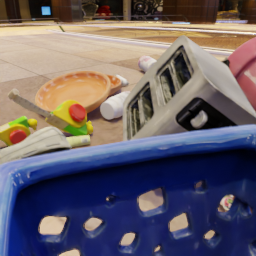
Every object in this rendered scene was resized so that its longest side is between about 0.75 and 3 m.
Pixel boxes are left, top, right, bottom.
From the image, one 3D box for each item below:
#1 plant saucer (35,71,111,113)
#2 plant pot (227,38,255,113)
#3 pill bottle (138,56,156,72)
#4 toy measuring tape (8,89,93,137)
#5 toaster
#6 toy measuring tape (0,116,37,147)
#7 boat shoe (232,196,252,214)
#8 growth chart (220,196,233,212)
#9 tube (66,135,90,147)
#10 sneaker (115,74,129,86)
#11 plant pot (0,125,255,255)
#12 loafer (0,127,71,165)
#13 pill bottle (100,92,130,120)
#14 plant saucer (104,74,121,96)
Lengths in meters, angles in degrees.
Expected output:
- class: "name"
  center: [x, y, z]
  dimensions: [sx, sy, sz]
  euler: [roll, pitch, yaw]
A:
- class: "plant saucer"
  center: [-1.850, -1.149, 9.656]
  dimensions: [2.591, 0.485, 2.591]
  euler: [-6, 39, 5]
- class: "plant pot"
  center: [3.442, -0.609, 6.265]
  dimensions: [2.365, 2.365, 2.116]
  euler: [-4, 38, -9]
- class: "pill bottle"
  center: [1.083, -3.169, 14.236]
  dimensions: [0.774, 0.774, 1.365]
  euler: [-8, 27, -17]
- class: "toy measuring tape"
  center: [-1.887, -0.531, 7.409]
  dimensions: [2.425, 0.892, 0.892]
  euler: [32, 8, -32]
- class: "toaster"
  center: [1.110, -0.405, 5.766]
  dimensions: [1.477, 2.250, 2.488]
  euler: [30, 34, -24]
- class: "toy measuring tape"
  center: [-3.192, 0.351, 7.151]
  dimensions: [1.943, 0.715, 0.715]
  euler: [-30, 34, -17]
- class: "boat shoe"
  center: [2.663, 1.660, 3.553]
  dimensions: [1.035, 1.036, 2.944]
  euler: [-13, 28, -20]
- class: "growth chart"
  center: [2.928, 1.247, 5.376]
  dimensions: [2.650, 0.235, 1.918]
  euler: [8, 26, 21]
- class: "tube"
  center: [-1.469, 0.367, 7.337]
  dimensions: [0.925, 0.240, 0.268]
  euler: [-8, 20, -18]
- class: "sneaker"
  center: [-0.343, -2.125, 12.586]
  dimensions: [0.419, 0.398, 1.041]
  euler: [0, 29, -25]
- class: "plant pot"
  center: [0.508, 1.677, 2.001]
  dimensions: [2.684, 2.413, 2.684]
  euler: [-7, 26, -16]
- class: "loafer"
  center: [-2.185, 0.746, 5.730]
  dimensions: [2.172, 0.759, 0.758]
  euler: [-36, 57, -26]
- class: "pill bottle"
  center: [-0.312, -0.730, 9.159]
  dimensions: [0.679, 0.679, 1.198]
  euler: [17, 30, 32]
- class: "plant saucer"
  center: [-1.618, -1.739, 11.626]
  dimensions: [2.678, 0.432, 2.678]
  euler: [1, 26, 0]
